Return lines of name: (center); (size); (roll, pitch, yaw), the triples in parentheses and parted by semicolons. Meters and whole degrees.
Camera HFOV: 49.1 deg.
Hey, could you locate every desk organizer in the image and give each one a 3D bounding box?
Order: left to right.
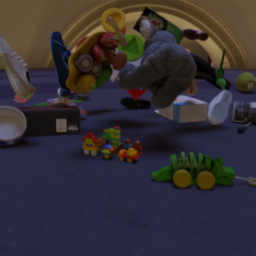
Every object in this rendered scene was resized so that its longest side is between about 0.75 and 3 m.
desk organizer: (-3.350, -0.311, 11.163); (2.860, 1.026, 1.101); (-3, 13, -10)

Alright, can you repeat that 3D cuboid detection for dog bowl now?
dog bowl: (-4.272, -0.077, 9.813); (1.315, 1.315, 0.518); (-8, -25, -27)

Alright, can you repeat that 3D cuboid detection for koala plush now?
koala plush: (1.120, -2.355, 9.352); (2.165, 2.243, 2.441); (27, 47, -27)

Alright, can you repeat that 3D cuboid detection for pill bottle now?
pill bottle: (5.649, -0.667, 12.540); (1.740, 0.924, 0.924); (7, 17, 22)

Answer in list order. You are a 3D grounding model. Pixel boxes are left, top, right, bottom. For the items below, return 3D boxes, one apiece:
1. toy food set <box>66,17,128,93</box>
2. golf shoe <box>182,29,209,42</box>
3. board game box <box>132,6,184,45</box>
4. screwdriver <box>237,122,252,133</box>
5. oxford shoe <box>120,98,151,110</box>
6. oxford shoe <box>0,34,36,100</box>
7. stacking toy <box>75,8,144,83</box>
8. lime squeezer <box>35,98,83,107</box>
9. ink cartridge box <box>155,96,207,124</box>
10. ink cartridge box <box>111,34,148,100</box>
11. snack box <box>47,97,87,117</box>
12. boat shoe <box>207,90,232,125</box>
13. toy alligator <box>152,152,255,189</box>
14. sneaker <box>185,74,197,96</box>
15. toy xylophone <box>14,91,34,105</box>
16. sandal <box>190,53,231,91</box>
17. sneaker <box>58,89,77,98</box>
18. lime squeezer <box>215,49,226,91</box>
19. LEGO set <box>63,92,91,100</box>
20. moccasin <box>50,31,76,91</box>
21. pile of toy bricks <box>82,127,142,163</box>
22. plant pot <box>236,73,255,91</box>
toy food set: (-0.728, -1.990, 8.371); (0.833, 2.551, 1.501); (33, -13, 30)
golf shoe: (2.649, -3.776, 11.352); (1.157, 0.420, 0.533); (6, 28, -20)
board game box: (1.286, -3.981, 11.466); (1.977, 1.036, 0.232); (30, 28, -13)
screwdriver: (4.900, -0.056, 11.740); (0.256, 0.245, 1.758); (-26, -5, 35)
oxford shoe: (0.358, -1.356, 15.632); (1.724, 0.626, 0.728); (8, 10, -15)
oxford shoe: (-3.734, -2.097, 9.236); (0.687, 2.381, 0.895); (-25, 3, -5)
stacking toy: (-0.601, -2.933, 10.579); (2.152, 2.377, 1.004); (45, -2, 5)
lime squeezer: (-3.873, -1.399, 16.219); (2.806, 0.529, 0.991); (-8, -13, -23)
ink cartridge box: (2.482, -1.005, 13.780); (1.510, 0.890, 2.624); (-6, 17, -20)
ink cartridge box: (0.031, -2.574, 11.757); (1.445, 2.487, 0.836); (-38, -18, 5)
snack box: (-2.669, -0.867, 12.483); (0.775, 0.262, 2.157); (-9, -15, 17)
boat shoe: (2.134, -0.431, 6.722); (1.237, 0.455, 0.413); (-44, 6, -39)
toy alligator: (2.005, 1.008, 6.960); (2.819, 0.765, 0.836); (2, 16, 7)
sneaker: (2.797, -2.296, 12.423); (0.690, 1.764, 0.681); (4, 43, 4)
toy xylophone: (-4.204, -1.296, 11.246); (0.632, 0.217, 0.863); (27, 60, 13)
sandal: (2.891, -2.122, 10.952); (2.924, 0.626, 1.112); (28, 1, -22)
sneaker: (-4.010, -2.346, 18.666); (0.822, 0.729, 1.944); (-6, 15, 12)
lime squeezer: (3.355, -1.783, 9.867); (0.338, 1.792, 0.633); (-2, -3, -24)
LEGO set: (-3.193, -2.015, 18.237); (2.252, 0.638, 1.462); (-22, 22, -24)
moccasin: (-2.467, -2.678, 11.158); (0.798, 2.340, 0.941); (-11, 6, 12)
pile of toy bricks: (-0.451, 0.402, 8.787); (1.875, 0.926, 1.040); (8, 18, 26)
plant pot: (9.003, -3.332, 21.011); (1.444, 1.444, 1.543); (2, 18, 7)
